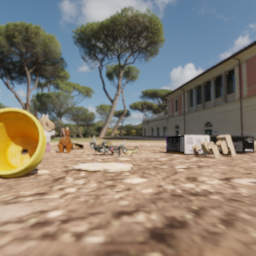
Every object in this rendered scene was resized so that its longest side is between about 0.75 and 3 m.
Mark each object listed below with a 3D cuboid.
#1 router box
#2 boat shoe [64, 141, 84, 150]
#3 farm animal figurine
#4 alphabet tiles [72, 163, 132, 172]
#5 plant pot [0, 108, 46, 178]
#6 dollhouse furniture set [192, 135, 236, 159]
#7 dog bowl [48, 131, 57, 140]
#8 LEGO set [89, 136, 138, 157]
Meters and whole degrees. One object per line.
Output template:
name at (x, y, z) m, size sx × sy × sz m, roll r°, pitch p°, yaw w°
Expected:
router box at (3.081, 0.634, 10.904) m, size 2.756 × 0.704 × 2.055 m, roll 1°, pitch -3°, yaw -11°
boat shoe at (-2.999, 0.951, 15.112) m, size 1.271 × 0.469 × 0.470 m, roll 1°, pitch 3°, yaw -22°
farm animal figurine at (-3.833, 0.223, 11.257) m, size 2.998 × 1.563 × 2.965 m, roll -1°, pitch -3°, yaw 22°
alphabet tiles at (-0.456, 0.718, 5.081) m, size 0.978 × 0.073 × 1.000 m, roll 1°, pitch -3°, yaw -44°
plant pot at (-1.695, 0.298, 4.269) m, size 0.963 × 0.963 × 0.906 m, roll 0°, pitch -17°, yaw -4°
dollhouse furniture set at (2.676, 0.708, 8.518) m, size 1.023 × 0.666 × 0.940 m, roll -22°, pitch 6°, yaw -24°
dog bowl at (-3.673, 0.379, 12.848) m, size 0.802 × 0.235 × 0.802 m, roll -26°, pitch -9°, yaw -5°
LEGO set at (-0.613, 0.754, 9.418) m, size 1.391 × 0.607 × 2.142 m, roll -1°, pitch 11°, yaw -20°
